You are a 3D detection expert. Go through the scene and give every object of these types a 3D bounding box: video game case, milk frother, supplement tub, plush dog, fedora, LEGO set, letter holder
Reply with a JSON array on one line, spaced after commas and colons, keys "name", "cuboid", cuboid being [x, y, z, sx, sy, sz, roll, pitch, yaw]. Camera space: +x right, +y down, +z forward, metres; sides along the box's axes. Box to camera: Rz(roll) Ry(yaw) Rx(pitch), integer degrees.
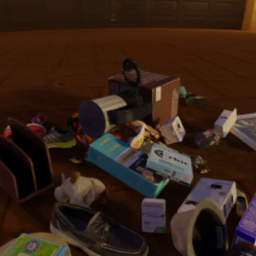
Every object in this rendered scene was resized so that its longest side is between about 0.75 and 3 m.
[{"name": "video game case", "cuboid": [5.976, 0.088, 12.448, 2.660, 0.342, 2.926, -7, 27, -14]}, {"name": "milk frother", "cuboid": [-0.544, -1.181, 10.757, 2.265, 2.510, 2.361, -22, 1, 42]}, {"name": "supplement tub", "cuboid": [2.193, 3.149, 5.674, 0.880, 0.880, 1.646, 23, 34, 38]}, {"name": "plush dog", "cuboid": [-1.274, 1.822, 8.340, 1.474, 1.182, 1.266, 24, 12, 40]}, {"name": "fedora", "cuboid": [1.558, 2.445, 6.448, 0.818, 1.811, 1.601, -8, 45, 46]}, {"name": "LEGO set", "cuboid": [2.600, 1.255, 10.153, 0.664, 0.290, 1.023, -14, 30, -27]}, {"name": "letter holder", "cuboid": [-3.732, 0.893, 9.139, 2.568, 1.825, 1.292, 24, 35, 39]}]

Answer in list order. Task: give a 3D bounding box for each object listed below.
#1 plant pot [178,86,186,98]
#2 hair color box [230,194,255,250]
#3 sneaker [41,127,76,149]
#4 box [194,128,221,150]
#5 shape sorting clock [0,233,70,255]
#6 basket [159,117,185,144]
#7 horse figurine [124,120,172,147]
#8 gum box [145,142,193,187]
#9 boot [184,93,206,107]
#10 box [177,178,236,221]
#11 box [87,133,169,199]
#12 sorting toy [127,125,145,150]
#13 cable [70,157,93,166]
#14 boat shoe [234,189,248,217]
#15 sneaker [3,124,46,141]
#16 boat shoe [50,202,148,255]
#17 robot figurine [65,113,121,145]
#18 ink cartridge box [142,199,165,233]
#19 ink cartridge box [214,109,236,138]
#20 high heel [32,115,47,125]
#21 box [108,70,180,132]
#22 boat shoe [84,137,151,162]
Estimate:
[{"name": "plant pot", "cuboid": [3.086, -2.219, 16.849, 0.850, 0.572, 0.850, 0, 26, 0]}, {"name": "hair color box", "cuboid": [3.117, 2.469, 7.042, 0.509, 0.859, 1.571, 22, 33, 33]}, {"name": "sneaker", "cuboid": [-3.148, 0.360, 11.369, 1.993, 0.807, 0.736, -4, 27, -9]}, {"name": "box", "cuboid": [3.208, 0.433, 11.307, 0.899, 0.549, 0.477, -14, 45, -20]}, {"name": "shape sorting clock", "cuboid": [-2.297, 3.113, 6.269, 2.009, 0.394, 2.009, -1, 23, 0]}, {"name": "basket", "cuboid": [1.851, 0.116, 11.660, 0.677, 0.834, 0.842, -19, 15, 33]}, {"name": "horse figurine", "cuboid": [0.556, 0.182, 10.800, 1.845, 0.695, 2.784, 28, 7, 25]}, {"name": "gum box", "cuboid": [1.310, 1.091, 8.845, 1.360, 0.357, 1.601, 21, 18, 3]}, {"name": "boot", "cuboid": [3.483, -1.596, 15.673, 1.446, 0.522, 1.092, -11, 26, -33]}, {"name": "box", "cuboid": [2.251, 2.138, 7.827, 1.068, 0.551, 1.832, 2, 23, 37]}, {"name": "box", "cuboid": [0.025, 1.196, 9.222, 2.656, 0.653, 1.093, 28, 36, 22]}, {"name": "sorting toy", "cuboid": [0.361, 0.291, 9.716, 0.488, 0.823, 0.914, 21, -1, -7]}, {"name": "cable", "cuboid": [-1.693, 1.265, 10.355, 0.887, 0.223, 0.431, 19, 2, 9]}, {"name": "boat shoe", "cuboid": [3.325, 2.145, 8.283, 0.405, 0.349, 1.110, 5, 27, 11]}, {"name": "sneaker", "cuboid": [-4.377, 0.317, 11.840, 1.780, 0.685, 0.756, -6, 39, 2]}, {"name": "boat shoe", "cuboid": [-0.804, 2.535, 6.904, 2.679, 0.868, 0.981, 10, 27, 18]}, {"name": "robot figurine", "cuboid": [-1.541, 0.016, 12.098, 1.959, 0.786, 2.702, -14, 30, -27]}, {"name": "ink cartridge box", "cuboid": [0.675, 2.293, 7.351, 0.587, 0.800, 0.332, 0, 4, 15]}, {"name": "ink cartridge box", "cuboid": [4.264, -0.258, 12.251, 0.421, 0.714, 1.241, 20, 55, 38]}, {"name": "high heel", "cuboid": [-4.076, -0.307, 13.022, 0.707, 0.496, 1.470, -20, 28, -15]}, {"name": "box", "cuboid": [0.721, -1.328, 13.211, 2.626, 2.179, 2.157, 20, 33, 35]}, {"name": "boat shoe", "cuboid": [-0.377, 0.745, 10.670, 2.582, 0.736, 0.863, -4, 27, -8]}]
